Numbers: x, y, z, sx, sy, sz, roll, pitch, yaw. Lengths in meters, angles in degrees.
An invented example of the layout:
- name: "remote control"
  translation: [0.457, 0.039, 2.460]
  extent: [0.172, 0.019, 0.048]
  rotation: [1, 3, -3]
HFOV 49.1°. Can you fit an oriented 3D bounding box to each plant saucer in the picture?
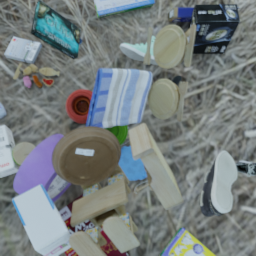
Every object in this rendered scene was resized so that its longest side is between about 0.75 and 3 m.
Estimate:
- name: "plant saucer"
  translation: [-1.042, 0.814, 7.294]
  extent: [1.833, 1.833, 0.270]
  rotation: [-20, 32, -7]

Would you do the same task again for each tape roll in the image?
- name: "tape roll"
  translation: [-2.519, 1.434, 9.251]
  extent: [0.996, 2.345, 2.345]
  rotation: [34, 73, 13]

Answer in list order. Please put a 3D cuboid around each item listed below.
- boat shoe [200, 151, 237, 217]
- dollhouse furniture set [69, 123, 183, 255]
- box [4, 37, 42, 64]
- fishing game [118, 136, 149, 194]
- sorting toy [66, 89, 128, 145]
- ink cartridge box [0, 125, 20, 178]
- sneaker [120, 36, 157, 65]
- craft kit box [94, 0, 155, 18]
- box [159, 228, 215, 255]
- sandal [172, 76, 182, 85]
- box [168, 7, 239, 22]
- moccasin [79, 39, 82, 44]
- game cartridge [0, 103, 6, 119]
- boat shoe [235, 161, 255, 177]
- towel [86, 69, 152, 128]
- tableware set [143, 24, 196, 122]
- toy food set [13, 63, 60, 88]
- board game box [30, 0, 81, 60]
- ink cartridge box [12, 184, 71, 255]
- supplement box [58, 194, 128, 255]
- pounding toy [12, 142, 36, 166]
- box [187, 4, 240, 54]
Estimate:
- name: "boat shoe"
  translation: [2.186, 1.323, 6.797]
  extent: [0.726, 0.593, 1.966]
  rotation: [39, 41, -10]
- name: "dollhouse furniture set"
  translation: [-0.345, 1.491, 7.225]
  extent: [2.845, 1.890, 2.493]
  rotation: [-27, 26, 8]
- name: "box"
  translation: [-4.576, -3.392, 12.229]
  extent: [1.287, 0.265, 1.004]
  rotation: [14, 69, 4]
- name: "fishing game"
  translation: [0.244, 1.275, 10.425]
  extent: [1.484, 0.322, 2.073]
  rotation: [-30, 70, -17]
- name: "sorting toy"
  translation: [-1.082, -0.440, 10.804]
  extent: [2.716, 1.115, 1.632]
  rotation: [43, 90, 3]
- name: "ink cartridge box"
  translation: [-4.840, 0.952, 10.304]
  extent: [1.256, 0.725, 1.720]
  rotation: [-19, 70, -7]
- name: "sneaker"
  translation: [0.630, -3.480, 12.026]
  extent: [1.860, 0.684, 1.097]
  rotation: [18, 75, -3]
- name: "craft kit box"
  translation: [-0.406, -6.640, 12.677]
  extent: [2.699, 0.655, 2.666]
  rotation: [-14, 101, -5]
- name: "box"
  translation: [2.213, 4.438, 9.097]
  extent: [2.104, 0.509, 1.235]
  rotation: [39, 74, 12]
- name: "sandal"
  translation: [1.923, -1.845, 11.697]
  extent: [0.310, 0.197, 0.825]
  rotation: [38, 86, 13]
- name: "box"
  translation: [3.196, -4.894, 12.117]
  extent: [2.735, 1.656, 0.443]
  rotation: [-1, 105, 1]
- name: "moccasin"
  translation: [-2.575, -3.902, 12.376]
  extent: [1.034, 0.352, 0.416]
  rotation: [2, 69, 1]
- name: "game cartridge"
  translation: [-5.383, -0.761, 11.265]
  extent: [0.672, 0.210, 1.010]
  rotation: [-40, 74, -10]
- name: "boat shoe"
  translation: [3.505, 1.160, 7.958]
  extent: [0.390, 1.141, 0.421]
  rotation: [-15, 104, -30]
- name: "towel"
  translation: [-0.166, -0.827, 8.169]
  extent: [0.289, 2.425, 1.781]
  rotation: [26, 111, 32]
- name: "tableware set"
  translation: [1.280, -1.671, 8.667]
  extent: [0.566, 1.868, 2.826]
  rotation: [-5, 106, -40]
- name: "toy food set"
  translation: [-3.827, -2.101, 11.759]
  extent: [1.710, 0.269, 1.087]
  rotation: [16, 70, -2]
- name: "board game box"
  translation: [-1.924, -2.646, 7.668]
  extent: [0.206, 1.462, 0.989]
  rotation: [-10, 69, 36]
- name: "ink cartridge box"
  translation: [-2.123, 2.499, 7.264]
  extent: [0.815, 1.926, 1.392]
  rotation: [-28, 66, -21]
- name: "supplement box"
  translation: [-1.190, 3.757, 9.050]
  extent: [1.567, 0.877, 2.879]
  rotation: [-36, 68, -12]
- name: "pounding toy"
  translation: [-3.723, 1.102, 10.371]
  extent: [1.228, 0.570, 0.948]
  rotation: [21, 54, -30]
- name: "box"
  translation: [3.368, -3.980, 11.500]
  extent: [1.665, 2.033, 0.876]
  rotation: [0, 69, 0]
